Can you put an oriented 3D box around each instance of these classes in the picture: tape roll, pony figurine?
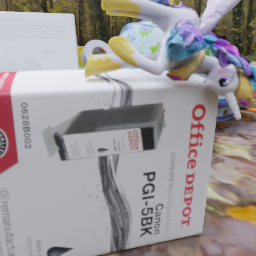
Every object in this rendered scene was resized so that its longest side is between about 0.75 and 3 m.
[{"bbox_3d":[-1.157,-2.720,10.716,1.223,1.223,0.404,-10,-9,-29],"label":"tape roll"},{"bbox_3d":[0.584,-1.007,2.972,1.742,1.682,1.451,15,-24,-3],"label":"pony figurine"}]

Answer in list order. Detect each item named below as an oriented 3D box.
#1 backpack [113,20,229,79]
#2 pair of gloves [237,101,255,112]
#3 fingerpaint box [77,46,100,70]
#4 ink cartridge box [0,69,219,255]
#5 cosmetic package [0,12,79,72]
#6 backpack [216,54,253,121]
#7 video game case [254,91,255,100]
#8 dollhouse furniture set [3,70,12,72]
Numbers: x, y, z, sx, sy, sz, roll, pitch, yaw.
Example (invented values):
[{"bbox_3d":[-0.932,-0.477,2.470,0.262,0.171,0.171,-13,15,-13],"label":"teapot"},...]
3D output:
[{"bbox_3d":[0.659,-1.043,6.296,1.860,2.531,2.316,3,19,-40],"label":"backpack"},{"bbox_3d":[4.391,-0.745,10.098,2.541,0.314,2.264,-4,16,-34],"label":"pair of gloves"},{"bbox_3d":[-0.752,-2.283,11.937,2.734,2.281,1.003,-2,15,-7],"label":"fingerpaint box"},{"bbox_3d":[-0.463,0.383,3.393,2.781,2.041,1.153,-5,20,-16],"label":"ink cartridge box"},{"bbox_3d":[-2.867,-1.560,7.927,2.809,2.818,1.732,-4,-7,-16],"label":"cosmetic package"},{"bbox_3d":[2.408,-1.259,8.641,2.697,2.181,2.831,-6,16,36],"label":"backpack"},{"bbox_3d":[5.439,-1.280,10.920,2.404,0.475,2.652,11,14,-8],"label":"video game case"},{"bbox_3d":[-1.477,-0.093,4.921,2.082,1.192,2.442,13,19,-5],"label":"dollhouse furniture set"}]
